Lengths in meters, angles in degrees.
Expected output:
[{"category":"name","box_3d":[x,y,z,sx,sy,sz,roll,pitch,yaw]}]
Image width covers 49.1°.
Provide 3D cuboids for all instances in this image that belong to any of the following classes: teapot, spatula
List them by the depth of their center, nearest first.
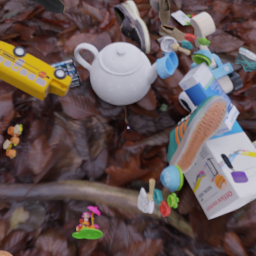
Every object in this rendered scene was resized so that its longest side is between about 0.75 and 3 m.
[{"category":"spatula","box_3d":[2.289,0.892,6.110,0.344,1.219,0.125,-11,50,38]},{"category":"teapot","box_3d":[-0.363,-2.553,11.835,2.936,2.144,2.898,-25,63,-13]}]

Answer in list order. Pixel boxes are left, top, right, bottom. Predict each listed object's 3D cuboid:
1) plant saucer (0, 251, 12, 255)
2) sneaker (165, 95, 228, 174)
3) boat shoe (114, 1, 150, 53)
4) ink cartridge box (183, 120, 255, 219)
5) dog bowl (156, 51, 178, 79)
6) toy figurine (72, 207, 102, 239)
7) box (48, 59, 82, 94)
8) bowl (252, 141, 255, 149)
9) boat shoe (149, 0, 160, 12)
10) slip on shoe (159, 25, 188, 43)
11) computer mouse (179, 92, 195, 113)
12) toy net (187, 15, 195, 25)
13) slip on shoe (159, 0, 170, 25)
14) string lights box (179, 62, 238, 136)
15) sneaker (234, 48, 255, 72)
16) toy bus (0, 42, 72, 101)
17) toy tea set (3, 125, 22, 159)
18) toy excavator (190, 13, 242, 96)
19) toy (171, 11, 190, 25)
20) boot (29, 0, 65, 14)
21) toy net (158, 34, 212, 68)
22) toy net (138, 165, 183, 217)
[{"category":"plant saucer","box_3d":[-4.120,4.542,8.909,1.128,0.211,1.128,0,60,1]},{"category":"sneaker","box_3d":[1.687,0.055,7.672,0.907,2.541,1.015,8,35,-27]},{"category":"boat shoe","box_3d":[0.098,-3.047,8.544,0.690,0.766,2.129,-15,63,-8]},{"category":"ink cartridge box","box_3d":[3.188,1.384,9.494,1.837,1.870,2.540,-10,58,-27]},{"category":"dog bowl","box_3d":[1.263,-2.036,8.903,0.286,0.644,1.155,-12,31,36]},{"category":"toy figurine","box_3d":[-1.344,3.176,9.542,1.055,0.792,0.971,-17,44,18]},{"category":"box","box_3d":[-3.134,-2.338,12.712,1.742,0.401,1.384,-18,62,-10]},{"category":"bowl","box_3d":[5.134,1.235,10.319,1.642,0.771,1.642,-2,85,26]},{"category":"boat shoe","box_3d":[1.202,-4.908,11.404,0.367,0.970,0.348,-58,39,10]},{"category":"slip on shoe","box_3d":[2.323,-4.755,14.045,1.590,0.482,0.605,26,64,14]},{"category":"computer mouse","box_3d":[3.133,-0.721,11.693,1.441,0.577,2.628,-33,65,-16]},{"category":"toy net","box_3d":[3.582,-5.636,14.725,1.086,0.210,0.570,11,58,4]},{"category":"slip on shoe","box_3d":[1.491,-4.660,11.166,0.445,1.170,0.354,-16,45,-8]},{"category":"string lights box","box_3d":[2.381,-0.841,8.145,1.899,0.560,0.976,53,48,-11]},{"category":"sneaker","box_3d":[3.719,-1.864,8.355,1.207,0.550,0.468,43,32,22]},{"category":"toy bus","box_3d":[-2.859,-1.561,8.061,2.343,0.762,0.917,28,63,-9]},{"category":"toy tea set","box_3d":[-4.469,0.537,11.069,0.804,0.500,1.352,4,76,40]},{"category":"toy excavator","box_3d":[2.658,-2.188,9.450,1.302,2.535,2.607,-27,85,-1]},{"category":"toy","box_3d":[2.799,-5.707,14.723,0.603,0.247,1.048,-28,59,-17]},{"category":"boot","box_3d":[-2.522,-4.170,9.107,1.424,0.552,0.985,31,25,3]},{"category":"toy net","box_3d":[1.571,-2.389,8.346,1.983,1.040,0.383,25,83,36]},{"category":"toy net","box_3d":[0.728,1.640,6.497,0.365,1.891,0.992,1,57,-22]}]
